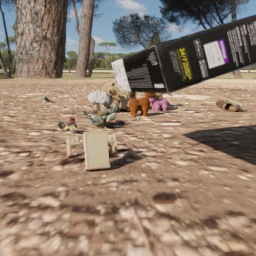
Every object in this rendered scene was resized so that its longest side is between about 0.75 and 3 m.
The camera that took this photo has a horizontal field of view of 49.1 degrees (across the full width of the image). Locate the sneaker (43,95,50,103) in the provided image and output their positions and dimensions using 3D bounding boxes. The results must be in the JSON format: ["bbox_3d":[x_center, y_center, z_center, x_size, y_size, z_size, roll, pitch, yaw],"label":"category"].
[{"bbox_3d":[-4.291,-1.546,14.708,0.259,0.347,0.772,0,12,-2],"label":"sneaker"}]

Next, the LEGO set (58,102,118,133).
[{"bbox_3d":[-1.044,-0.193,8.504,2.142,0.607,1.391,-21,19,-26],"label":"LEGO set"}]

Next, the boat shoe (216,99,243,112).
[{"bbox_3d":[4.148,-0.949,11.761,0.470,0.469,1.271,-14,18,-29],"label":"boat shoe"}]

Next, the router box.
[{"bbox_3d":[1.003,-1.246,5.006,2.055,0.704,2.756,-20,13,-11],"label":"router box"}]

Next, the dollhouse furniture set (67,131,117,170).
[{"bbox_3d":[-0.676,0.470,5.432,0.940,0.666,1.023,-3,-9,-15],"label":"dollhouse furniture set"}]

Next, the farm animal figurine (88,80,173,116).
[{"bbox_3d":[0.194,-1.511,11.680,2.965,1.563,2.998,4,13,17],"label":"farm animal figurine"}]
